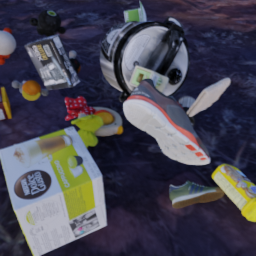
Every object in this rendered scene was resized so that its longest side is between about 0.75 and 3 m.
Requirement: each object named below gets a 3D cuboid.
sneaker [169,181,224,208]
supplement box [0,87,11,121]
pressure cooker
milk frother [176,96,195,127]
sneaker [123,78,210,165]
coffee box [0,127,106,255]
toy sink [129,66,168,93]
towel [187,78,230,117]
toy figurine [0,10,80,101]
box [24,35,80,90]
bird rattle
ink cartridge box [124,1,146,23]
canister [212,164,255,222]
[{"bbox_3d":[2.042,1.910,8.624,1.651,0.554,0.741,-10,45,-8],"label":"sneaker"},{"bbox_3d":[-5.744,-0.934,11.818,1.284,0.852,1.266,-15,42,-17],"label":"supplement box"},{"bbox_3d":[0.590,-2.242,9.374,2.669,2.628,2.988,-16,24,-14],"label":"pressure cooker"},{"bbox_3d":[2.139,-0.861,11.337,1.249,1.384,1.301,6,40,13],"label":"milk frother"},{"bbox_3d":[1.186,-0.124,6.869,1.126,2.921,1.196,-9,48,46],"label":"sneaker"},{"bbox_3d":[-2.014,1.676,7.658,2.126,2.150,2.147,-19,43,-21],"label":"coffee box"},{"bbox_3d":[0.552,-1.272,7.637,0.875,0.571,0.490,28,11,32],"label":"toy sink"},{"bbox_3d":[1.752,-0.643,6.183,0.708,1.068,0.184,-28,72,-21],"label":"towel"},{"bbox_3d":[-3.012,-2.383,9.459,2.546,2.507,1.771,-30,16,-16],"label":"toy figurine"},{"bbox_3d":[-2.254,-1.907,8.344,1.180,1.496,0.372,0,35,33],"label":"box"},{"bbox_3d":[-1.358,-0.244,11.058,2.167,1.497,2.658,0,25,-18],"label":"bird rattle"},{"bbox_3d":[0.337,-4.154,11.864,0.884,1.725,2.334,-6,8,9],"label":"ink cartridge box"},{"bbox_3d":[3.378,1.884,8.263,1.218,0.710,1.640,20,22,-37],"label":"canister"}]
